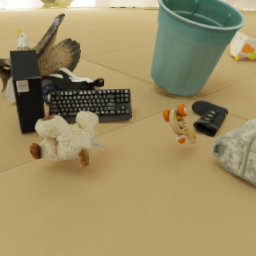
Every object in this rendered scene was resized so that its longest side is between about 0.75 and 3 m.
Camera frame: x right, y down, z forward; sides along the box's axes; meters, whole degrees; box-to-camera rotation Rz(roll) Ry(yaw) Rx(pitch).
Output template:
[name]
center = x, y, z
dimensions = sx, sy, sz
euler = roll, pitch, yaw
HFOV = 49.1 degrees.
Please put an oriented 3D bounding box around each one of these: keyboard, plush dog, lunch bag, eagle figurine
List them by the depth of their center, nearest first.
[plush dog]
center = -1.273, 0.323, 5.609
dimensions = 1.166, 1.089, 1.357
euler = -20, -3, 43
[lunch bag]
center = 2.627, 0.392, 5.796
dimensions = 1.471, 1.025, 1.234
euler = -21, 36, -34
[keyboard]
center = -1.082, -0.839, 8.029
dimensions = 2.314, 0.297, 1.389
euler = -2, 65, -2
[eagle figurine]
center = -3.059, -2.340, 9.282
dimensions = 2.904, 2.192, 2.204
euler = -15, 30, -1

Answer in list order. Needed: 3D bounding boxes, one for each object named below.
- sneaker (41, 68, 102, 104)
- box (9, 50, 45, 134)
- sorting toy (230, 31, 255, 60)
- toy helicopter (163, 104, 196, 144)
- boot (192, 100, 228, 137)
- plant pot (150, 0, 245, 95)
[sneaker]
center = -1.935, -1.055, 8.921
dimensions = 2.405, 0.879, 1.345
euler = 29, 53, 36
[box]
center = -2.538, -0.903, 7.117
dimensions = 0.682, 1.731, 1.221
euler = -10, 49, -21
[sorting toy]
center = 6.393, -3.972, 14.093
dimensions = 2.008, 1.192, 2.231
euler = 10, 27, 2
[toy helicopter]
center = 1.205, 0.073, 6.021
dimensions = 0.458, 1.162, 0.769
euler = -20, 51, 29
[boot]
center = 2.096, -0.286, 7.791
dimensions = 1.085, 0.432, 1.316
euler = 14, 35, 28
[plant pot]
center = 1.973, -2.650, 9.158
dimensions = 2.655, 2.600, 2.655
euler = 7, 44, -6
